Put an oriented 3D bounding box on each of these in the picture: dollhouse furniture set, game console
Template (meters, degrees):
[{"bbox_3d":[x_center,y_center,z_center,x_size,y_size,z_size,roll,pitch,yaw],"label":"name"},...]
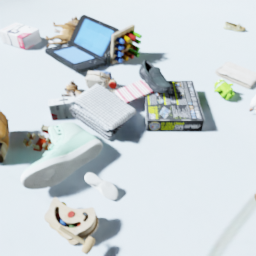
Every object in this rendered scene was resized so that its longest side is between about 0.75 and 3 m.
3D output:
[{"bbox_3d":[-2.922,0.397,9.599,0.947,0.488,0.937,11,56,12],"label":"dollhouse furniture set"},{"bbox_3d":[-2.256,-4.095,13.359,2.829,1.647,2.488,33,43,31],"label":"game console"}]

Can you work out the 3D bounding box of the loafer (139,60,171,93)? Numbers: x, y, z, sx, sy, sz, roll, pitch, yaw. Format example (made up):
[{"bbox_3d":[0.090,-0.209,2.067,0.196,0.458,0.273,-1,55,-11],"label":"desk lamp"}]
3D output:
[{"bbox_3d":[1.018,-2.011,10.953,0.708,0.732,2.086,-7,37,-24],"label":"loafer"}]

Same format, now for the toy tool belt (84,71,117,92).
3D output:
[{"bbox_3d":[-1.057,-2.086,11.820,1.443,0.901,0.887,6,47,16],"label":"toy tool belt"}]

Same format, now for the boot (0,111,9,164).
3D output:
[{"bbox_3d":[-4.259,-0.132,8.789,0.798,2.165,1.675,-2,45,-12],"label":"boot"}]

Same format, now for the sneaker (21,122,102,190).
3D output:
[{"bbox_3d":[-2.323,0.752,8.694,1.613,1.007,2.735,38,45,27],"label":"sneaker"}]

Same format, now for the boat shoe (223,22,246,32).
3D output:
[{"bbox_3d":[6.182,-5.857,16.214,1.249,0.391,0.458,13,45,14],"label":"boat shoe"}]

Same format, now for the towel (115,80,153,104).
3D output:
[{"bbox_3d":[0.220,-1.390,10.978,1.281,0.192,0.937,-25,45,-12],"label":"towel"}]

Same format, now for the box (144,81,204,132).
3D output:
[{"bbox_3d":[1.662,-0.912,10.814,2.036,0.563,2.541,-1,43,0],"label":"box"}]

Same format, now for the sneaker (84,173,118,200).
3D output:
[{"bbox_3d":[-0.776,1.705,8.165,1.111,0.492,0.418,37,68,4],"label":"sneaker"}]

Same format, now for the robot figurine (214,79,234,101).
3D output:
[{"bbox_3d":[3.880,-1.577,11.405,0.824,0.543,0.939,-25,67,-21],"label":"robot figurine"}]

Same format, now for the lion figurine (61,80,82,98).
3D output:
[{"bbox_3d":[-1.991,-1.307,11.263,1.629,0.590,0.998,37,25,18],"label":"lion figurine"}]

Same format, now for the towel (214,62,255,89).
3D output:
[{"bbox_3d":[4.935,-2.423,12.613,1.793,0.309,1.188,33,53,30],"label":"towel"}]

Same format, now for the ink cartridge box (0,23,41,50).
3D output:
[{"bbox_3d":[-5.763,-4.917,14.968,1.712,0.722,1.239,21,47,21],"label":"ink cartridge box"}]

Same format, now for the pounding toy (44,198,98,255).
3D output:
[{"bbox_3d":[-1.353,2.273,7.041,1.698,0.974,0.971,27,57,26],"label":"pounding toy"}]

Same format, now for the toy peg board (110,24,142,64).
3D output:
[{"bbox_3d":[-0.045,-3.834,13.261,0.747,1.528,1.522,34,52,23],"label":"toy peg board"}]

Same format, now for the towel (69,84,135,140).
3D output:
[{"bbox_3d":[-0.909,-0.587,10.095,1.931,0.826,1.599,34,43,13],"label":"towel"}]

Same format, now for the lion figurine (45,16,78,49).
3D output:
[{"bbox_3d":[-3.398,-5.025,15.119,1.570,0.929,2.564,9,57,-1],"label":"lion figurine"}]

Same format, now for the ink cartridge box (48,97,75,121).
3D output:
[{"bbox_3d":[-2.429,-0.732,10.505,0.987,0.712,0.413,-8,42,-9],"label":"ink cartridge box"}]

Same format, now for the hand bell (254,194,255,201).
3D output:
[{"bbox_3d":[4.860,1.835,7.689,2.576,1.341,1.341,-5,42,11],"label":"hand bell"}]

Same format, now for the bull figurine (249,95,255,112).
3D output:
[{"bbox_3d":[5.599,-0.278,9.840,1.707,0.916,2.812,-11,47,-12],"label":"bull figurine"}]

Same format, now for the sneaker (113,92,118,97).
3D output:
[{"bbox_3d":[-0.798,-1.266,11.337,1.326,0.497,0.766,18,34,17],"label":"sneaker"}]
